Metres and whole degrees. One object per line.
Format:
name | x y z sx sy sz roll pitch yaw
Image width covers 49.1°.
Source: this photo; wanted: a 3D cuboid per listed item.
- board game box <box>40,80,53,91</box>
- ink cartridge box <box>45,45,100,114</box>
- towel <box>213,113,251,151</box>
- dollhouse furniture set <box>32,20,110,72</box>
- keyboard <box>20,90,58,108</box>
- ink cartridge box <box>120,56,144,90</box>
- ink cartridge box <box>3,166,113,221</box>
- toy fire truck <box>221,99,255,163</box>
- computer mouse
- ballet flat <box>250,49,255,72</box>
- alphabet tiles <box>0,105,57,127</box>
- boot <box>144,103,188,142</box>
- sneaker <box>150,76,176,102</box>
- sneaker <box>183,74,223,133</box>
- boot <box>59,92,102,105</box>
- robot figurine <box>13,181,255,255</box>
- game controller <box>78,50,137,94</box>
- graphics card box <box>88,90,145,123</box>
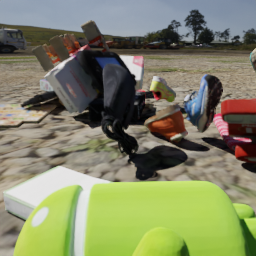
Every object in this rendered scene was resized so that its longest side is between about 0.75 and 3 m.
board game box | -3.384 -2.049 13.508 1.105 0.482 1.498 -16 23 -42
ink cartridge box | -1.673 -1.510 9.063 0.840 1.449 2.488 -20 25 29
towel | 3.217 0.016 7.107 1.773 0.276 2.452 -2 17 8
dollhouse furniture set | -1.752 -2.496 9.039 2.048 1.066 2.070 -26 17 10
keyboard | -2.775 -1.407 10.469 1.461 0.556 2.807 -18 10 17
ink cartridge box | -0.496 -2.369 12.584 2.280 0.967 1.661 4 52 7
ink cartridge box | -0.850 0.997 3.958 1.471 0.353 1.070 11 19 32
toy fire truck | 2.677 -0.046 4.756 2.039 1.143 1.713 3 -15 23
computer mouse | -0.095 -0.535 5.799 0.524 1.987 1.376 -16 -30 17
ballet flat | 4.734 -1.551 9.191 0.805 2.373 0.893 -43 30 -20
alphabet tiles | -3.711 -0.440 9.013 2.156 0.097 2.579 1 17 1
boot | 0.916 0.010 6.854 0.587 0.839 1.565 -27 -2 -17
sneaker | 1.165 -1.207 9.824 0.557 0.644 1.426 15 -15 42
sneaker | 1.582 -0.565 6.309 0.750 1.683 0.661 34 63 24
boot | -1.926 -1.231 10.560 1.871 0.718 1.453 -20 21 -32
robot figurine | 0.092 1.068 2.274 2.136 1.235 1.874 -1 0 -1
game controller | -0.584 -1.910 9.390 0.619 1.533 2.940 -25 2 24
graphics card box | -0.265 -0.780 9.229 1.497 0.607 2.385 2 17 8
